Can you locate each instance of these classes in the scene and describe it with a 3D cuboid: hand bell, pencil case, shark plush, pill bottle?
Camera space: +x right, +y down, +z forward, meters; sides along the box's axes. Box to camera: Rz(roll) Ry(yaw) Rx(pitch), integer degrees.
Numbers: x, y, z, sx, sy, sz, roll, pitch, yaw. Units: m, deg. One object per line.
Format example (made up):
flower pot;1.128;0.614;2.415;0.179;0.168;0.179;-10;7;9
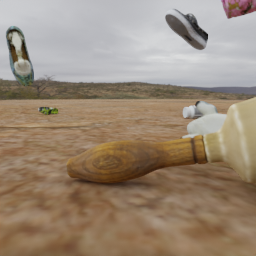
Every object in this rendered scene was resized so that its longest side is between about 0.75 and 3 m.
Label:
hand bell;0.670;0.239;3.049;2.967;1.545;1.545;-10;4;16
pencil case;3.107;-3.106;6.368;1.911;0.827;0.791;-9;43;24
shark plush;2.097;0.065;5.554;2.197;0.998;0.915;0;-25;42
pill bottle;2.857;-0.668;11.868;0.955;0.556;0.556;-2;7;-13

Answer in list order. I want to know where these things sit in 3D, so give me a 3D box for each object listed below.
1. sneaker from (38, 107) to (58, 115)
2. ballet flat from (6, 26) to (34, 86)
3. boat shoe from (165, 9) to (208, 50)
sneaker;-4.067;-0.841;14.164;0.406;0.400;1.061;-3;-7;41
ballet flat;-3.670;-2.400;9.427;0.748;2.015;0.748;-12;14;3
boat shoe;1.848;-3.076;8.432;1.861;0.617;0.651;26;-4;-36
